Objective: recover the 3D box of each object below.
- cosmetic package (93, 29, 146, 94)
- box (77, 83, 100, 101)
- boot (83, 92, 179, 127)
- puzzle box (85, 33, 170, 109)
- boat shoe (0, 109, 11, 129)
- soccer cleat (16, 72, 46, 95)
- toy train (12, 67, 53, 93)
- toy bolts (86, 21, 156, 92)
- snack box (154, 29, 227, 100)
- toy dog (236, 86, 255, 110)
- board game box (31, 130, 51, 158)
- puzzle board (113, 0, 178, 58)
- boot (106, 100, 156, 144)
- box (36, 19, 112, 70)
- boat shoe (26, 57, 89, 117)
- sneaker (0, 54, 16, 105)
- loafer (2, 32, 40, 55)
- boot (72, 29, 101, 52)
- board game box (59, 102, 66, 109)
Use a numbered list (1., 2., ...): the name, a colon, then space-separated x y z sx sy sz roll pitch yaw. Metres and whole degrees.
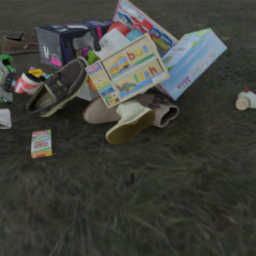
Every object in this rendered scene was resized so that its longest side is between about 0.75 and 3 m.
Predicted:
1. cosmetic package: 0.002 -2.162 9.083 2.095 0.776 1.065 42 34 -9
2. box: -1.743 -1.828 11.509 1.459 0.776 1.111 22 40 30
3. boot: 0.249 -0.548 9.423 2.121 1.019 2.901 26 40 34
4. puzzle box: -0.030 -1.684 8.475 2.187 1.455 0.278 -26 14 19
5. boat shoe: -4.163 -0.126 8.106 0.716 0.700 2.021 -19 0 25
6. soccer cleat: -3.424 -1.538 10.505 0.682 0.732 1.999 44 10 9
7. toy train: -3.836 -1.813 11.754 1.748 0.486 1.313 16 68 5
8. toy bolts: -0.118 -2.182 10.167 1.877 2.585 2.707 34 88 35
9. snack box: 1.939 -2.363 10.337 2.402 0.964 2.848 -45 15 8
10. toy dog: 4.892 -1.110 10.427 1.733 0.835 1.143 0 34 1
11. board game box: -2.679 0.481 8.657 0.574 0.180 1.201 -8 37 -11
12. puzzle board: 0.530 -3.497 10.099 2.399 0.209 1.808 36 -9 -7
13. boot: -0.115 -0.223 8.404 1.590 0.573 1.229 -32 34 -11
14. box: -1.857 -3.143 10.455 2.529 1.341 1.546 -25 39 -37
15. boat shoe: -2.330 -1.244 9.221 0.985 2.690 0.872 49 23 6
16. sneaker: -4.462 -1.772 10.026 0.861 0.788 2.020 -19 77 9
17. loafer: -5.671 -4.863 15.904 2.936 1.042 1.072 -17 37 -24
18. boot: -1.248 -2.440 8.306 0.777 0.412 1.181 -24 37 6
19. board game box: -2.473 -1.125 10.414 0.406 0.414 0.789 4 54 57
